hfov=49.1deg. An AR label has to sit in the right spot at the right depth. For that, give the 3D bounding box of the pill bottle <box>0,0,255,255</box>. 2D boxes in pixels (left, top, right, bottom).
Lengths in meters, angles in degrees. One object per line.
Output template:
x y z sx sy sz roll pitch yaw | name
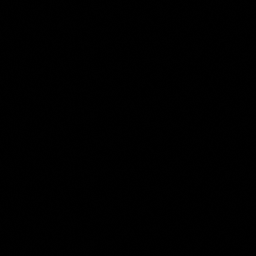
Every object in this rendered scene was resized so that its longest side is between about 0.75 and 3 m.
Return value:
-0.406 -0.081 0.507 2.880 1.644 1.644 0 5 1 | pill bottle
